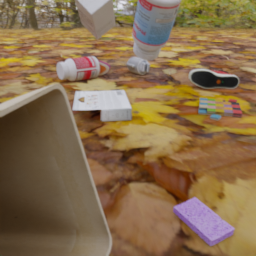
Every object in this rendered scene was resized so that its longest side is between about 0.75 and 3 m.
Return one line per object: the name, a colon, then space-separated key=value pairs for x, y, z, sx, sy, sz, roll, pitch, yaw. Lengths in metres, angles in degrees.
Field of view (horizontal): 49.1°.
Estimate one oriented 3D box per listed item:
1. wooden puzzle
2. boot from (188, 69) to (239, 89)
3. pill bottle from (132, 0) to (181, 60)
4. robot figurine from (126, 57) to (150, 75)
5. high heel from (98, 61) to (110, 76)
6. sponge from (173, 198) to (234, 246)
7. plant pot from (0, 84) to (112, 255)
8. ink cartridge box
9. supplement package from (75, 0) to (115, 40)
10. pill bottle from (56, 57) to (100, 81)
wooden puzzle: x=2.987 y=-0.688 z=9.190 sx=1.293 sy=0.153 sz=2.180 roll=6 pitch=24 yaw=13
boot: x=3.493 y=-2.181 z=11.984 sx=2.047 sy=0.741 sz=1.477 roll=7 pitch=23 yaw=-3
pill bottle: x=0.778 y=-3.226 z=8.645 sx=1.199 sy=2.204 sz=1.199 roll=5 pitch=54 yaw=-7
robot figurine: x=0.476 y=-3.100 z=13.977 sx=1.158 sy=0.771 sz=1.366 roll=-3 pitch=21 yaw=-40
high heel: x=-1.568 y=-3.140 z=14.115 sx=2.293 sy=0.772 sz=1.100 roll=3 pitch=31 yaw=40
sponge: x=1.146 y=1.426 z=4.349 sx=0.479 sy=0.128 sz=0.859 roll=-13 pitch=27 yaw=-27
plant pot: x=-1.717 y=1.065 z=2.785 sx=2.030 sy=2.293 sz=2.291 roll=-6 pitch=21 yaw=20
ink cartridge box: x=-0.854 y=-0.739 z=8.979 sx=1.711 sy=0.429 sz=1.972 roll=-3 pitch=24 yaw=-6
supplement package: x=-1.397 y=-5.051 z=12.175 sx=1.174 sy=1.160 sz=1.937 roll=-41 pitch=-10 yaw=-8
pill bottle: x=-2.263 y=-2.665 z=12.689 sx=1.769 sy=0.993 sz=0.993 roll=-16 pitch=28 yaw=-34
